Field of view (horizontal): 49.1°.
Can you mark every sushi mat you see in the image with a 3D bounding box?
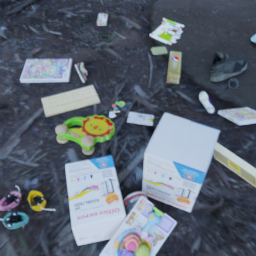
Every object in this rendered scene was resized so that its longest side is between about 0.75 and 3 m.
[{"bbox_3d":[-2.439,-1.174,11.929,2.361,0.143,1.129,-17,50,-14],"label":"sushi mat"}]

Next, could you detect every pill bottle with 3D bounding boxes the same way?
[{"bbox_3d":[0.402,2.624,8.238,0.762,0.762,1.315,-16,51,-14],"label":"pill bottle"}]

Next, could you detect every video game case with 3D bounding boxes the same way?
[{"bbox_3d":[-3.826,-2.719,13.221,2.186,0.197,1.565,-1,49,-1],"label":"video game case"},{"bbox_3d":[4.463,-0.470,10.820,1.425,0.163,1.297,-7,24,-17],"label":"video game case"}]

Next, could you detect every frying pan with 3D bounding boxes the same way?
[{"bbox_3d":[4.622,-1.835,12.474,0.494,0.133,0.816,31,81,5],"label":"frying pan"}]

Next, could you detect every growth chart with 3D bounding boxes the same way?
[{"bbox_3d":[2.207,-5.317,15.479,1.572,0.193,2.172,24,54,18],"label":"growth chart"}]

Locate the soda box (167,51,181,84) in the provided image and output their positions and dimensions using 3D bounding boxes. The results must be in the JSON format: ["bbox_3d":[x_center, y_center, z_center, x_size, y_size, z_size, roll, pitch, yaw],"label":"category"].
[{"bbox_3d":[2.146,-2.824,13.052,0.553,0.586,1.729,6,50,5],"label":"soda box"}]

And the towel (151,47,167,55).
[{"bbox_3d":[1.584,-3.936,14.309,0.770,0.141,0.572,-8,49,-5],"label":"towel"}]

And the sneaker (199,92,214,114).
[{"bbox_3d":[3.225,-1.001,11.511,0.348,0.497,1.000,-26,72,16],"label":"sneaker"}]

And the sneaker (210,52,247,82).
[{"bbox_3d":[4.576,-2.962,12.724,2.107,1.207,0.806,-22,26,-19],"label":"sneaker"}]

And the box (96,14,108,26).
[{"bbox_3d":[-1.521,-6.314,16.324,0.594,0.187,1.078,2,49,2],"label":"box"}]

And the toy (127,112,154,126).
[{"bbox_3d":[0.491,-0.299,11.111,0.994,0.235,0.572,6,47,7],"label":"toy"}]

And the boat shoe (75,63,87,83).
[{"bbox_3d":[-2.100,-2.569,12.904,0.425,0.483,1.358,-21,46,-8],"label":"boat shoe"}]

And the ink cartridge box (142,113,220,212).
[{"bbox_3d":[1.500,1.103,8.513,1.708,2.320,1.678,19,52,15],"label":"ink cartridge box"}]

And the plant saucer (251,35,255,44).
[{"bbox_3d":[7.491,-4.601,14.339,2.195,0.423,2.195,-17,27,9],"label":"plant saucer"}]

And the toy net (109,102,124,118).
[{"bbox_3d":[-0.551,-0.782,11.562,0.489,0.180,0.932,26,54,21],"label":"toy net"}]

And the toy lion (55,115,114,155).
[{"bbox_3d":[-1.526,0.077,10.625,1.855,0.637,1.778,21,45,17],"label":"toy lion"}]

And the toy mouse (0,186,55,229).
[{"bbox_3d":[-3.334,2.472,8.340,1.680,0.366,1.890,-28,41,-32],"label":"toy mouse"}]

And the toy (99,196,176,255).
[{"bbox_3d":[0.237,2.892,6.963,1.172,0.480,2.035,37,77,-2],"label":"toy"}]

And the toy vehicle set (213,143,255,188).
[{"bbox_3d":[3.532,1.213,9.190,0.224,1.050,1.691,-47,57,-6],"label":"toy vehicle set"}]

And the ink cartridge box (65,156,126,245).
[{"bbox_3d":[-0.949,2.118,8.215,1.459,1.434,1.982,-10,50,-9],"label":"ink cartridge box"}]
